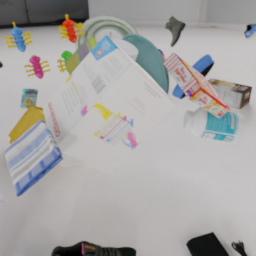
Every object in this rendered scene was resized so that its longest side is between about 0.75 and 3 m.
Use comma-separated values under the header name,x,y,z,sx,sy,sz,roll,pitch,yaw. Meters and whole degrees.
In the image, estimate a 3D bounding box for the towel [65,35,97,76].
name,x,y,z,sx,sy,sz,roll,pitch,yaw
towel,-1.498,-2.239,9.157,0.170,1.492,1.072,24,36,-46

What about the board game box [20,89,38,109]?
name,x,y,z,sx,sy,sz,roll,pitch,yaw
board game box,-3.952,-1.169,11.185,0.184,0.786,0.593,31,25,34

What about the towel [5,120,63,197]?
name,x,y,z,sx,sy,sz,roll,pitch,yaw
towel,-1.801,0.483,5.200,1.056,0.171,1.437,-42,40,-4

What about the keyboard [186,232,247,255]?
name,x,y,z,sx,sy,sz,roll,pitch,yaw
keyboard,2.232,3.114,6.092,1.295,0.210,2.038,-13,30,-10

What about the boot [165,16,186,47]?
name,x,y,z,sx,sy,sz,roll,pitch,yaw
boot,1.874,-4.067,11.843,0.741,1.134,0.384,32,33,10

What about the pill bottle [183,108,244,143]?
name,x,y,z,sx,sy,sz,roll,pitch,yaw
pill bottle,2.571,-0.112,8.579,1.678,0.929,0.929,10,28,-2

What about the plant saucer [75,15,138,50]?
name,x,y,z,sx,sy,sz,roll,pitch,yaw
plant saucer,-0.782,-3.432,11.671,2.779,2.779,0.697,2,45,5

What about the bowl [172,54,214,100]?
name,x,y,z,sx,sy,sz,roll,pitch,yaw
bowl,2.339,-1.762,9.987,0.368,1.873,1.873,44,43,12

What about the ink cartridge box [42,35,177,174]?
name,x,y,z,sx,sy,sz,roll,pitch,yaw
ink cartridge box,-0.637,-0.399,6.783,1.738,2.775,1.784,34,17,-39

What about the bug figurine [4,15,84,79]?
name,x,y,z,sx,sy,sz,roll,pitch,yaw
bug figurine,-3.056,-3.058,10.761,2.864,2.221,0.737,-14,9,-14

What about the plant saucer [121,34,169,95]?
name,x,y,z,sx,sy,sz,roll,pitch,yaw
plant saucer,0.470,-1.639,9.064,0.496,2.757,2.757,-21,34,-30

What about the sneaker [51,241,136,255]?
name,x,y,z,sx,sy,sz,roll,pitch,yaw
sneaker,-0.740,2.817,5.969,1.932,0.834,0.776,-5,30,-11

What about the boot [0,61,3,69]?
name,x,y,z,sx,sy,sz,roll,pitch,yaw
boot,-5.319,-2.623,10.627,0.420,0.409,1.112,60,17,22

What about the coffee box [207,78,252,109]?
name,x,y,z,sx,sy,sz,roll,pitch,yaw
coffee box,5.117,-1.842,14.766,2.286,0.911,1.307,21,34,35

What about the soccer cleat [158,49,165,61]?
name,x,y,z,sx,sy,sz,roll,pitch,yaw
soccer cleat,1.016,-1.963,10.620,0.784,2.300,0.842,-4,58,-3

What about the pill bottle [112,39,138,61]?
name,x,y,z,sx,sy,sz,roll,pitch,yaw
pill bottle,-0.590,-1.227,8.513,1.524,2.751,1.524,15,38,-12

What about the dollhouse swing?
name,x,y,z,sx,sy,sz,roll,pitch,yaw
dollhouse swing,-2.928,0.431,10.978,2.348,2.064,2.134,29,80,42

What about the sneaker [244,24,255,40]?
name,x,y,z,sx,sy,sz,roll,pitch,yaw
sneaker,4.021,-3.210,8.950,0.838,0.374,0.329,-45,20,-12

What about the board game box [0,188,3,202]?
name,x,y,z,sx,sy,sz,roll,pitch,yaw
board game box,-4.906,1.847,6.838,2.726,0.561,2.719,-17,10,-40

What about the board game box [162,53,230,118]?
name,x,y,z,sx,sy,sz,roll,pitch,yaw
board game box,1.894,-1.112,7.660,1.881,0.436,1.425,18,37,-49
